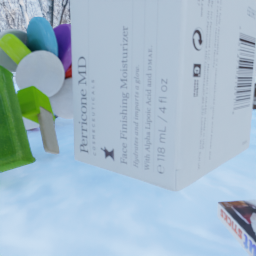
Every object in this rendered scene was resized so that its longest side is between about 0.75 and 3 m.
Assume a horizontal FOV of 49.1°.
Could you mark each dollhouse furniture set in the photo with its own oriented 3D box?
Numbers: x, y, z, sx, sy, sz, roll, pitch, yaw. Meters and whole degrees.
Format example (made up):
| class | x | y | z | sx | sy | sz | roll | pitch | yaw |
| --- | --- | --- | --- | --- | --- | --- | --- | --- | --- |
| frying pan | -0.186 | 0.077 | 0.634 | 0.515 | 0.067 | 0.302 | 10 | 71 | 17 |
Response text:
| class | x | y | z | sx | sy | sz | roll | pitch | yaw |
| --- | --- | --- | --- | --- | --- | --- | --- | --- | --- |
| dollhouse furniture set | -2.695 | 0.300 | 4.508 | 2.749 | 1.379 | 1.801 | -17 | -11 | 3 |

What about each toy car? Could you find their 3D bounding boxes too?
| class | x | y | z | sx | sy | sz | roll | pitch | yaw |
| --- | --- | --- | --- | --- | --- | --- | --- | --- | --- |
| toy car | -2.011 | -1.784 | 7.620 | 2.469 | 2.115 | 2.821 | 41 | -1 | 36 |

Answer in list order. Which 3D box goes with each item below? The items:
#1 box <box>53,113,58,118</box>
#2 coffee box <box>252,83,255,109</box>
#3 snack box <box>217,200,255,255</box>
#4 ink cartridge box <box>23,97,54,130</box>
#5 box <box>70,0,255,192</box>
| class | x | y | z | sx | sy | sz | roll | pitch | yaw |
| --- | --- | --- | --- | --- | --- | --- | --- | --- | --- |
| box | -2.940 | -0.446 | 9.180 | 1.117 | 0.280 | 1.126 | 1 | 12 | 1 |
| coffee box | 4.862 | -1.527 | 12.723 | 1.538 | 1.072 | 2.690 | -4 | 12 | -21 |
| snack box | 1.240 | 0.952 | 2.107 | 0.551 | 0.186 | 1.531 | -1 | 11 | -6 |
| ink cartridge box | -3.192 | -0.334 | 7.160 | 1.679 | 0.802 | 1.912 | 1 | 10 | 27 |
| box | 0.756 | -0.923 | 4.651 | 1.905 | 2.899 | 2.914 | 9 | 14 | 39 |
